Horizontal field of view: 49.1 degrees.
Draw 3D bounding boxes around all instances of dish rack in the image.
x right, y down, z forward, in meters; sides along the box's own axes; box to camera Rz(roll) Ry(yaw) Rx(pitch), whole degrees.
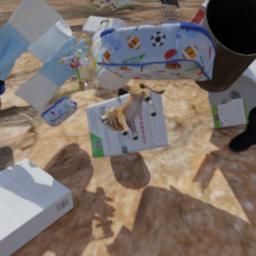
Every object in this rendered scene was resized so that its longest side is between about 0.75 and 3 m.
[{"bbox_3d":[1.431,-3.592,9.236,0.491,1.800,1.381,-20,3,39],"label":"dish rack"}]

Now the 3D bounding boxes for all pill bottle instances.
[{"bbox_3d":[-0.635,-2.323,9.354,1.096,1.096,1.944,-9,58,-13],"label":"pill bottle"}]

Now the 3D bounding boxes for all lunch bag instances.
[{"bbox_3d":[-1.817,-0.444,7.604,0.922,0.435,1.151,-41,1,-1],"label":"lunch bag"},{"bbox_3d":[0.707,-1.832,7.249,2.867,1.083,2.297,7,1,25],"label":"lunch bag"}]

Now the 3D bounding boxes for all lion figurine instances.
[{"bbox_3d":[0.068,-0.368,4.861,0.503,1.389,0.850,19,35,-36],"label":"lion figurine"}]

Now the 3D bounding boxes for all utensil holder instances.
[{"bbox_3d":[4.499,-1.799,11.541,2.120,2.120,2.495,13,36,19],"label":"utensil holder"}]

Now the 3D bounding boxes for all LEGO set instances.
[{"bbox_3d":[-1.495,-1.581,7.697,0.604,1.624,0.747,-22,73,-18],"label":"LEGO set"}]

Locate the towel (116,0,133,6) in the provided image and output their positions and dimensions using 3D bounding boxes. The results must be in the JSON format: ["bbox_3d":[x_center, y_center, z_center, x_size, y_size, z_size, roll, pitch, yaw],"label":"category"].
[{"bbox_3d":[-0.110,-5.245,11.075,0.806,0.690,0.194,-23,63,-22],"label":"towel"}]

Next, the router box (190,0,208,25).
[{"bbox_3d":[2.687,-4.165,10.598,0.309,1.136,1.266,37,41,0],"label":"router box"}]

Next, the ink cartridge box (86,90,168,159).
[{"bbox_3d":[-0.048,-0.039,6.416,1.740,1.270,0.731,-12,-7,36],"label":"ink cartridge box"}]

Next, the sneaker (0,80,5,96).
[{"bbox_3d":[-4.467,-2.007,8.699,0.990,2.627,1.030,-35,61,-14],"label":"sneaker"}]

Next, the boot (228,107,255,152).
[{"bbox_3d":[4.096,0.019,9.415,1.569,1.285,0.580,-17,36,-24],"label":"boot"}]

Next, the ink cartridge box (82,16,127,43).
[{"bbox_3d":[-0.886,-4.483,13.629,2.157,1.562,0.906,21,79,34],"label":"ink cartridge box"}]

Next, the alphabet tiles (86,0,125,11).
[{"bbox_3d":[-1.063,-5.960,12.518,1.758,0.079,2.104,44,56,1],"label":"alphabet tiles"}]

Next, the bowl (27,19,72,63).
[{"bbox_3d":[-2.564,-3.092,9.156,1.008,2.243,2.243,-35,26,20],"label":"bowl"}]

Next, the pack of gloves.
[{"bbox_3d":[-2.590,-1.866,7.797,2.757,2.316,0.544,-40,30,19],"label":"pack of gloves"}]

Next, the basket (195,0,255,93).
[{"bbox_3d":[2.939,-2.354,8.589,1.746,2.567,2.314,-7,67,-3],"label":"basket"}]

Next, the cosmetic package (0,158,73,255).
[{"bbox_3d":[-3.048,2.008,6.811,2.039,0.699,2.704,27,41,33],"label":"cosmetic package"}]

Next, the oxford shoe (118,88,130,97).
[{"bbox_3d":[0.395,-1.116,11.649,0.886,0.887,2.486,-6,31,-21],"label":"oxford shoe"}]

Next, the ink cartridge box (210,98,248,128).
[{"bbox_3d":[2.610,-0.379,7.265,0.843,0.623,0.319,-10,13,17],"label":"ink cartridge box"}]
